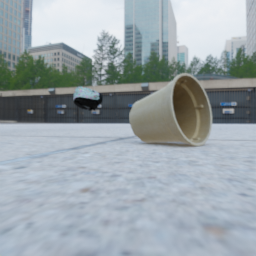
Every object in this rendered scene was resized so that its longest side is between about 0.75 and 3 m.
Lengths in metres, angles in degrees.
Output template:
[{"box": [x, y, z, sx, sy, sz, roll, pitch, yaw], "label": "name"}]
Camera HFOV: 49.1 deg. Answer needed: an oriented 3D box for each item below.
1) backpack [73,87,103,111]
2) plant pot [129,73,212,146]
[{"box": [-1.371, -0.983, 9.281, 0.898, 0.568, 0.749, 12, -32, -25], "label": "backpack"}, {"box": [1.042, -0.330, 7.598, 1.707, 1.864, 1.864, -13, -8, 44], "label": "plant pot"}]
